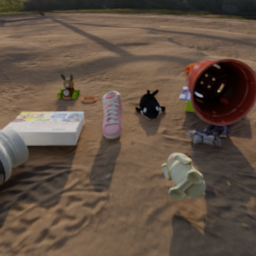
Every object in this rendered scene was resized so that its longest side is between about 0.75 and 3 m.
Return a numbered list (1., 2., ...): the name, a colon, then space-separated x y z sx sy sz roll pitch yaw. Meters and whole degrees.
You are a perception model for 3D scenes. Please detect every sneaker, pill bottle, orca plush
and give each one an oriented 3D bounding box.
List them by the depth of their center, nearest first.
1. pill bottle: -4.185 1.084 7.468 1.561 1.561 2.820 19 35 30
2. sneaker: -0.641 -0.598 10.560 0.795 1.104 2.112 -6 40 9
3. orca plush: 1.064 -1.298 12.442 1.319 0.891 2.506 8 30 14

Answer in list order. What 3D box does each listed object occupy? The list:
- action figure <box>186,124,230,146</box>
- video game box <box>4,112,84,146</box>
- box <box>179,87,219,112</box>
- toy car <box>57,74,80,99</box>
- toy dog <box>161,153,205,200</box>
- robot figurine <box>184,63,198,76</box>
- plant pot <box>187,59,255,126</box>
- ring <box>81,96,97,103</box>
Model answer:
1. action figure: 2.908 0.223 10.016 1.879 0.652 1.223 -26 42 -35
2. video game box: -2.969 -0.020 10.182 2.491 0.583 2.269 0 22 -1
3. box: 3.662 -1.180 12.502 2.614 0.623 1.594 9 30 15
4. toy car: -2.900 -2.029 13.495 0.938 1.142 0.901 3 29 6
5. toy dog: 1.494 1.155 7.387 1.264 0.909 1.303 23 25 -25
6. robot figurine: 3.942 -3.334 16.251 1.273 0.742 0.916 -2 27 -4
7. plant pot: 3.275 -1.551 10.551 2.320 2.320 2.256 0 20 0
8. ring: -1.858 -1.353 13.394 0.760 0.073 0.760 0 28 0
